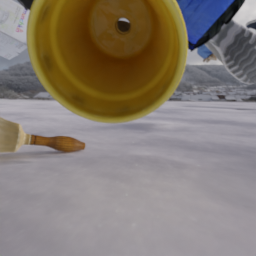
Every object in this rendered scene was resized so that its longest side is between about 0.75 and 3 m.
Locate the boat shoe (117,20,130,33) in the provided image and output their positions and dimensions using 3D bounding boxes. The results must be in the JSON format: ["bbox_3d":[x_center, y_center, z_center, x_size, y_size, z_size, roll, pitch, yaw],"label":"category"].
[{"bbox_3d":[-0.342,-2.186,6.634,1.692,0.620,0.530,31,-21,28],"label":"boat shoe"}]

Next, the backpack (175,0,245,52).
[{"bbox_3d":[1.349,-2.385,5.450,1.419,1.374,1.691,38,10,-3],"label":"backpack"}]

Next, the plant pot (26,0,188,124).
[{"bbox_3d":[-0.197,-1.477,4.493,2.154,2.154,2.027,1,31,7],"label":"plant pot"}]

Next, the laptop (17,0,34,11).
[{"bbox_3d":[-1.697,-2.550,4.939,0.753,1.300,1.217,-7,-1,1],"label":"laptop"}]

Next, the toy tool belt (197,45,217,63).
[{"bbox_3d":[2.706,-2.665,9.418,0.926,0.911,1.482,37,-16,2],"label":"toy tool belt"}]

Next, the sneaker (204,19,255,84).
[{"bbox_3d":[2.462,-2.223,7.004,0.980,2.623,1.076,-41,9,18],"label":"sneaker"}]

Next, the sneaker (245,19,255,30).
[{"bbox_3d":[4.118,-3.108,8.946,0.361,0.686,0.949,-11,8,-11],"label":"sneaker"}]

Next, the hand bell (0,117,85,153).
[{"bbox_3d":[-2.612,0.369,7.914,2.880,1.500,1.500,11,2,-27],"label":"hand bell"}]

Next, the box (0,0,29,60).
[{"bbox_3d":[-4.080,-3.098,8.451,1.979,1.085,2.243,22,-13,-34],"label":"box"}]
